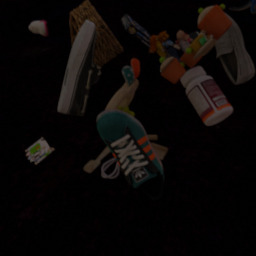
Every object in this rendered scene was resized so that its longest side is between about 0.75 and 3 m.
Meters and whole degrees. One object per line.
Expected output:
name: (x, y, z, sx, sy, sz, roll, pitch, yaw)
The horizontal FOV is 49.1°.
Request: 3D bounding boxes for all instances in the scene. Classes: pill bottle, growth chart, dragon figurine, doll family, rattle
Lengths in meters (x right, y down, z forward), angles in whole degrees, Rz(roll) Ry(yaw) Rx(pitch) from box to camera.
pill bottle: (2.157, -0.903, 7.852, 0.855, 0.855, 1.560, -18, 69, -22)
growth chart: (-2.012, 0.526, 6.289, 0.589, 0.072, 0.814, -44, 38, -12)
dragon figurine: (4.080, -4.003, 8.478, 0.556, 0.939, 1.889, -29, 35, -35)
doll family: (1.359, -2.725, 9.641, 0.920, 1.267, 2.041, -40, 25, -10)
rattle: (0.173, -0.605, 6.821, 1.230, 1.722, 1.121, 46, 27, 23)

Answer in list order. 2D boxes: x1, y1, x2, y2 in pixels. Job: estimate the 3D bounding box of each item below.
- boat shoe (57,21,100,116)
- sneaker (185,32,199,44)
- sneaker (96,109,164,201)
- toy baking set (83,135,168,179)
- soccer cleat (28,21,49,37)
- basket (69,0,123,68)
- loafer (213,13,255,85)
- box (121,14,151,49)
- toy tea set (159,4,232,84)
boat shoe: (-1.266, -1.599, 7.941, 0.862, 2.708, 0.957, 11, 25, -23)
sneaker: (2.556, -3.367, 11.125, 0.748, 0.527, 1.409, -11, 32, 4)
sneaker: (0.103, 0.382, 3.591, 0.513, 1.439, 0.575, -30, 34, 13)
toy baking set: (-0.026, 0.823, 8.713, 2.564, 0.298, 1.968, 2, 39, 3)
soccer cleat: (-3.134, -3.460, 9.786, 0.643, 0.520, 1.490, -11, 23, -15)
basket: (-1.467, -3.125, 9.557, 1.641, 1.573, 2.203, -34, 48, 9)
loafer: (3.418, -2.717, 9.543, 0.909, 0.910, 2.604, -28, 90, -26)
box: (0.377, -4.010, 11.596, 1.269, 0.367, 1.597, 30, 25, -27)
toy tea set: (1.677, -2.281, 7.413, 0.937, 1.506, 2.533, 44, 57, 4)
